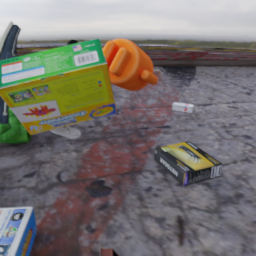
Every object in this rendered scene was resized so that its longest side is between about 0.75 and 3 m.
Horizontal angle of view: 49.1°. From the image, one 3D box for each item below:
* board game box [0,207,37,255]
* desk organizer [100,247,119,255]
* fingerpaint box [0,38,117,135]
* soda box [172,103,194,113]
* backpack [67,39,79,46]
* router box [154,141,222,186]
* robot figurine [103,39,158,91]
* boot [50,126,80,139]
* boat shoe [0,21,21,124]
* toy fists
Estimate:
[{"bbox_3d":[-3.375,2.672,5.358,2.571,0.734,2.626,-2,23,-3],"label":"board game box"},{"bbox_3d":[-0.237,2.910,5.087,0.561,0.522,1.457,0,22,-5],"label":"desk organizer"},{"bbox_3d":[-1.567,-0.897,6.659,2.322,1.937,0.852,-14,59,-3],"label":"fingerpaint box"},{"bbox_3d":[2.937,-1.092,15.024,1.081,0.344,0.368,9,24,22],"label":"soda box"},{"bbox_3d":[-1.726,-2.649,12.354,2.426,2.024,1.535,24,40,-14],"label":"backpack"},{"bbox_3d":[1.953,1.128,9.417,1.468,0.488,1.867,-10,24,-22],"label":"router box"},{"bbox_3d":[-0.052,-2.323,10.590,2.064,1.673,2.869,-9,-7,22],"label":"robot figurine"},{"bbox_3d":[-2.021,0.047,9.012,1.002,0.479,0.368,11,60,-7],"label":"boot"},{"bbox_3d":[-3.179,-1.436,7.364,0.833,2.693,1.008,16,-11,-22],"label":"boat shoe"},{"bbox_3d":[-4.913,-0.169,11.954,1.481,0.999,2.905,-5,24,-11],"label":"toy fists"}]
